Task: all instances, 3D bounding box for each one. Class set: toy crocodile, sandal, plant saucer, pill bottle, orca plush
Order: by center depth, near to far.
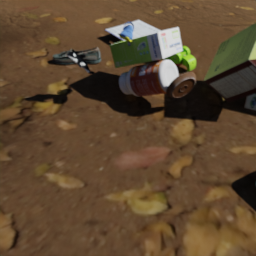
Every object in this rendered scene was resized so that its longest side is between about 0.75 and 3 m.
[{"bbox_3d":[-0.019,-3.223,9.364,0.455,0.498,1.145,20,31,-15],"label":"sandal"},{"bbox_3d":[1.872,-1.419,9.685,1.177,1.177,0.203,-18,61,-20],"label":"plant saucer"},{"bbox_3d":[-1.630,-2.399,10.076,0.428,1.204,0.633,-45,32,8],"label":"orca plush"},{"bbox_3d":[0.711,-1.794,10.501,2.108,1.183,1.183,-1,33,41],"label":"pill bottle"},{"bbox_3d":[1.952,-3.404,13.255,2.773,0.856,0.936,25,47,32],"label":"toy crocodile"}]

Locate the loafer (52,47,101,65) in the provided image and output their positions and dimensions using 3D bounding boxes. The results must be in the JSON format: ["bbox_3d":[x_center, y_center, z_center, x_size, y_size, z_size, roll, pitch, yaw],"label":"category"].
[{"bbox_3d":[-2.464,-3.502,13.330,2.323,0.731,0.835,-1,41,-1],"label":"loafer"}]

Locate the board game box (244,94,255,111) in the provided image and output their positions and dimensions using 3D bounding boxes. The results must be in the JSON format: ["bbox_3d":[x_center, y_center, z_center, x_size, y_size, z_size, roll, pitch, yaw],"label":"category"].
[{"bbox_3d":[6.111,-1.301,10.636,2.848,0.915,2.101,15,45,20],"label":"board game box"}]

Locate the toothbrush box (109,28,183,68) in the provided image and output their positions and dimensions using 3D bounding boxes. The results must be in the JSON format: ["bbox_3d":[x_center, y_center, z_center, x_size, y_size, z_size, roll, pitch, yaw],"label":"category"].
[{"bbox_3d":[0.682,-3.023,10.635,2.212,0.952,1.611,0,22,39],"label":"toothbrush box"}]

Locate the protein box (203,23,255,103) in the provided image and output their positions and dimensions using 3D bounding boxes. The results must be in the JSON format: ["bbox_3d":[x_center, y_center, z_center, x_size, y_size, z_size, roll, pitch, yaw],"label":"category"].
[{"bbox_3d":[4.223,-2.336,10.049,1.415,2.097,2.082,36,66,-16],"label":"protein box"}]

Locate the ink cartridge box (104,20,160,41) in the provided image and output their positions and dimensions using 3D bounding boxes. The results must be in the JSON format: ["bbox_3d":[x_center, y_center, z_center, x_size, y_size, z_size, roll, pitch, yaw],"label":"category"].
[{"bbox_3d":[0.345,-5.067,15.320,2.446,0.497,2.441,-25,47,-26],"label":"ink cartridge box"}]
